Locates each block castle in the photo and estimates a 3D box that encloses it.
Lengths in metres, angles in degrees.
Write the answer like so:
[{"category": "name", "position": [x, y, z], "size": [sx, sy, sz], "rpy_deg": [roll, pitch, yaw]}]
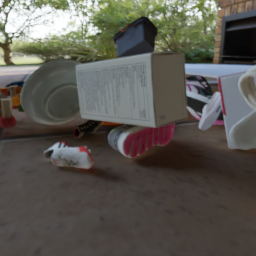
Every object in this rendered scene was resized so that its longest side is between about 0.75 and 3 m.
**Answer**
[{"category": "block castle", "position": [-3.747, -0.619, 8.963], "size": [1.557, 1.093, 2.330], "rpy_deg": [7, 18, 12]}]

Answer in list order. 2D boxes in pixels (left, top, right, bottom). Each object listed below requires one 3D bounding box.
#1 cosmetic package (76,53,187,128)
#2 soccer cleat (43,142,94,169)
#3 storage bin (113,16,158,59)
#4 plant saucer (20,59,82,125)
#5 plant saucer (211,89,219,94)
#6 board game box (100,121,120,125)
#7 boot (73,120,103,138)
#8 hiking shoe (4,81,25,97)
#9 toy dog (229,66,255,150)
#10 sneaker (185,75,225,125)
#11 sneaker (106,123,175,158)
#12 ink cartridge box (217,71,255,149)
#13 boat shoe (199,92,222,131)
[{"category": "cosmetic package", "position": [-0.053, -0.827, 6.109], "size": [0.956, 1.354, 2.616], "rpy_deg": [-14, 15, -39]}, {"category": "soccer cleat", "position": [-1.238, 0.610, 5.771], "size": [0.596, 0.480, 1.400], "rpy_deg": [-24, 25, -36]}, {"category": "storage bin", "position": [0.255, -3.441, 11.326], "size": [1.782, 1.197, 1.297], "rpy_deg": [-24, -40, 31]}, {"category": "plant saucer", "position": [-1.879, -0.849, 8.053], "size": [2.244, 2.244, 0.563], "rpy_deg": [-11, 46, -33]}, {"category": "plant saucer", "position": [4.064, -0.959, 10.364], "size": [2.838, 0.503, 2.838], "rpy_deg": [11, 9, -2]}, {"category": "board game box", "position": [-0.609, -0.625, 9.313], "size": [0.839, 0.839, 0.840], "rpy_deg": [-2, 16, -4]}, {"category": "boot", "position": [-1.072, -0.123, 7.681], "size": [0.338, 0.937, 0.708], "rpy_deg": [44, 38, 19]}, {"category": "hiking shoe", "position": [-5.023, -1.898, 13.907], "size": [2.201, 0.819, 0.954], "rpy_deg": [-6, 16, -20]}, {"category": "toy dog", "position": [1.913, 0.406, 3.275], "size": [1.322, 2.745, 1.810], "rpy_deg": [-23, -3, -17]}, {"category": "sneaker", "position": [2.276, -1.168, 9.193], "size": [1.270, 1.181, 2.941], "rpy_deg": [-45, 41, -9]}, {"category": "sneaker", "position": [0.323, 0.064, 6.917], "size": [0.986, 0.832, 2.254], "rpy_deg": [17, 25, 37]}, {"category": "ink cartridge box", "position": [3.378, -0.633, 7.267], "size": [1.026, 1.786, 2.461], "rpy_deg": [-8, 7, 40]}, {"category": "boat shoe", "position": [2.231, -0.474, 7.641], "size": [0.417, 1.158, 0.381], "rpy_deg": [29, 3, -42]}]
